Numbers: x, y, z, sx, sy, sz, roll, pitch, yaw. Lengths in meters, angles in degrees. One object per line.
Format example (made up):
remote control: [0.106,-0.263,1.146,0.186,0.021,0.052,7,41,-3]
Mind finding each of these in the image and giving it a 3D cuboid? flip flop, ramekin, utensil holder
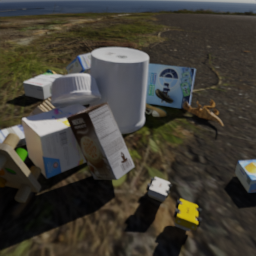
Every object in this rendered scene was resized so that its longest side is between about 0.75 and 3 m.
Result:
flip flop: [1.556,-1.390,12.022,0.972,0.394,0.280,29,62,-19]
ramekin: [-1.799,-1.254,9.470,1.709,0.796,1.709,-9,-5,-1]
utensil holder: [-0.363,-1.486,10.757,2.290,2.695,2.290,4,29,-2]

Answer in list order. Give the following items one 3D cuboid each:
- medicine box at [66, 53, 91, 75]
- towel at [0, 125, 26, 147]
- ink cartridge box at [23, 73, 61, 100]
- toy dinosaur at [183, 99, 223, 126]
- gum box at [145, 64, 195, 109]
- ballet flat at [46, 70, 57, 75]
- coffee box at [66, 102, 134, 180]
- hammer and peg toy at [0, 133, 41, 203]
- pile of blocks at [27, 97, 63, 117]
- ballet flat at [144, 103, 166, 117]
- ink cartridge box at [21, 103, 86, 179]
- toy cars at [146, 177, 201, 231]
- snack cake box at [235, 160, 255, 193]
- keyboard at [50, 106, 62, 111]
medicine box: [-2.430,-3.502,15.846,1.610,0.829,1.467,-27,2,-40]
towel: [-4.306,0.426,9.687,2.232,0.266,1.639,-20,27,-29]
ink cartridge box: [-4.194,-2.129,14.127,1.269,0.731,1.739,13,31,23]
toy dinosaur: [3.290,-0.538,11.517,1.195,0.680,2.251,-33,41,-26]
gum box: [1.798,-1.852,12.490,2.091,1.776,0.466,10,10,19]
ballet flat: [-4.198,-2.858,15.881,0.506,0.551,1.606,14,18,-39]
coffee box: [-0.775,0.401,7.807,0.789,1.979,1.132,-31,13,-39]
hammer and peg toy: [-3.565,0.636,6.803,2.170,2.950,1.040,7,52,15]
pile of blocks: [-3.098,-0.796,11.794,0.892,1.179,2.872,44,43,-8]
ballet flat: [1.065,-0.675,11.912,0.408,0.444,1.293,-45,43,-16]
ink cartridge box: [-1.909,0.274,8.911,2.292,1.473,1.435,-20,33,-34]
toy cars: [1.032,1.872,6.834,1.010,0.499,2.252,12,11,-29]
snack cake box: [3.926,1.331,7.932,1.457,0.489,0.838,-3,31,-7]
keyboard: [-2.593,-0.468,10.227,0.657,0.124,2.333,-23,-2,-7]
